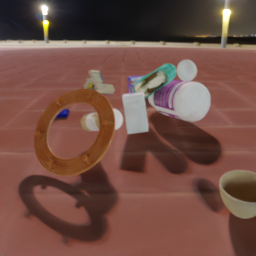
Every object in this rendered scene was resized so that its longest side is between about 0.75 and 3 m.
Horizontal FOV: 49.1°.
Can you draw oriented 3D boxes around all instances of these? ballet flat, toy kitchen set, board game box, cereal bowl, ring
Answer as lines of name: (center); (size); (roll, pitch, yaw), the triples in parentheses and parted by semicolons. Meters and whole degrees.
ballet flat: (0.920, -1.897, 12.171); (2.658, 0.895, 0.935); (-31, 5, 44)
toy kitchen set: (-1.140, -1.526, 10.688); (0.686, 0.933, 1.165); (1, 49, -30)
board game box: (0.856, -2.395, 16.217); (1.790, 1.204, 0.401); (-11, 24, -26)
cereal bowl: (2.241, -2.156, 10.480); (0.337, 0.809, 0.809); (-23, 31, -37)
ring: (-1.682, 0.038, 8.289); (2.780, 2.780, 0.267); (12, -17, 28)

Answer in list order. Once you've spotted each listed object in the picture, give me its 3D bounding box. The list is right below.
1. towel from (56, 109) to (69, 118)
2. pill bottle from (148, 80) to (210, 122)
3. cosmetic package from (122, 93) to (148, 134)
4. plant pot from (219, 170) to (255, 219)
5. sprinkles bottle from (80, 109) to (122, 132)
towel: (-3.122, -0.681, 13.193); (0.649, 0.218, 0.879); (5, 20, -6)
pill bottle: (2.113, -1.301, 12.548); (1.660, 1.660, 2.958); (-9, 16, -23)
cosmetic package: (0.291, -0.568, 10.806); (0.842, 1.492, 0.606); (-5, 13, 5)
plant pot: (2.635, 1.599, 6.371); (1.119, 0.751, 1.119); (-3, 28, 2)
sprinkles bottle: (-0.940, -0.219, 9.378); (0.670, 0.670, 1.963); (-13, 5, -31)
